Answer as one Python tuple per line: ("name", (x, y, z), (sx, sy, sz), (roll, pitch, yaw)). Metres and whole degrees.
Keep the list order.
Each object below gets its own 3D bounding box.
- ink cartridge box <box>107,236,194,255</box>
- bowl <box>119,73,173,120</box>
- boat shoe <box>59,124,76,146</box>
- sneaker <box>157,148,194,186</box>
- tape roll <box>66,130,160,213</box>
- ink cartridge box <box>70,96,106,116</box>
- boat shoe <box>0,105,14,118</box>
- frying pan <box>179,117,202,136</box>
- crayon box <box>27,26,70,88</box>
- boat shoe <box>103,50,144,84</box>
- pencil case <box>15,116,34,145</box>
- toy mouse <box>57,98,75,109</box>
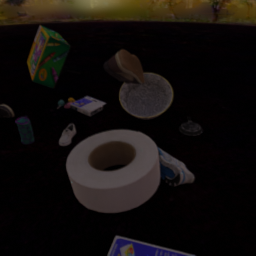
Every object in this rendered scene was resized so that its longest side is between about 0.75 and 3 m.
("ink cartridge box", (0.534, 3.597, 5.644), (2.589, 0.562, 2.565), (6, 29, 16))
("bowl", (0.884, -1.333, 13.817), (2.558, 1.200, 2.558), (-2, 63, 4))
("boat shoe", (-2.628, 0.273, 12.021), (0.516, 0.458, 1.402), (2, 28, 3))
("sneaker", (1.443, 1.362, 9.846), (0.981, 0.849, 2.265), (11, 18, -31))
("tape roll", (-0.439, 1.273, 9.109), (2.981, 1.042, 2.981), (-7, 32, 4))
("ink cartridge box", (-2.096, -1.167, 14.814), (1.369, 0.300, 1.382), (22, 35, 26))
("boat shoe", (-6.438, -0.795, 13.844), (1.984, 0.714, 0.643), (17, 41, 29))
("frying pan", (3.023, -0.134, 13.050), (1.043, 0.281, 1.725), (15, 35, 25))
("crayon box", (-3.095, -2.760, 10.585), (0.800, 1.630, 2.745), (17, 19, -31))
("boat shoe", (-0.077, -1.881, 9.112), (0.798, 0.885, 2.461), (-14, -3, 17))
("pencil case", (-3.371, 0.094, 9.155), (0.457, 0.990, 0.421), (27, 47, 22))
("toy mouse", (-3.377, -1.328, 15.233), (1.220, 0.266, 1.372), (-25, 37, -38))
